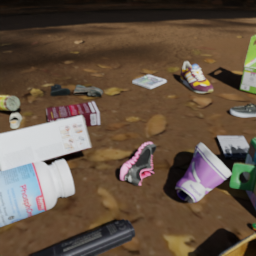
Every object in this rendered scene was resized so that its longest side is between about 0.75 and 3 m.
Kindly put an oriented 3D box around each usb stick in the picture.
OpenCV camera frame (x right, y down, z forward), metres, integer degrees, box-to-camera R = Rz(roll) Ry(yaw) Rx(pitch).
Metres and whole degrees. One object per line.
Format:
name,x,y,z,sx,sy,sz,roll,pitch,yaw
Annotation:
usb stick,-1.034,2.634,6.124,2.426,0.396,0.673,-17,13,-16

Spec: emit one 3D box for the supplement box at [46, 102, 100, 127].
supplement box,-2.250,-0.465,11.419,2.014,0.613,1.096,-9,32,-15

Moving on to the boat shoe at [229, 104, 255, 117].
boat shoe,5.356,-0.803,12.084,1.853,0.524,0.636,3,31,5

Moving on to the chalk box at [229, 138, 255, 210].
chalk box,4.102,1.342,7.354,2.671,1.667,1.656,-2,30,-1

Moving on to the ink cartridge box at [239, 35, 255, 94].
ink cartridge box,6.721,-3.306,14.181,1.023,2.702,1.997,24,38,34

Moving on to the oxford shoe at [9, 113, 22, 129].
oxford shoe,-4.672,-0.394,11.556,0.474,0.364,1.260,-10,29,-14

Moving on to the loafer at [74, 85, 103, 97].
loafer,-1.967,-1.704,13.747,1.485,0.533,0.467,12,57,18

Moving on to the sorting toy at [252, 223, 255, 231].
sorting toy,3.494,2.571,6.721,0.452,0.159,0.938,-22,37,-33

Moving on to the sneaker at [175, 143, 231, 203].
sneaker,1.944,1.299,8.086,0.977,1.536,2.695,44,10,8

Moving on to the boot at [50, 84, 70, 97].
boot,-3.431,-1.948,14.161,1.006,0.384,0.846,-9,35,-4

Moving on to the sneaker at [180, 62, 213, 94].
sneaker,3.522,-2.654,14.620,0.945,1.136,2.521,-14,33,-22

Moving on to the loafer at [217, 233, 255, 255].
loafer,1.783,2.894,5.303,2.860,1.034,1.041,-24,39,-34

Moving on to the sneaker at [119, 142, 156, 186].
sneaker,0.505,1.151,8.740,0.854,0.708,1.791,24,45,24

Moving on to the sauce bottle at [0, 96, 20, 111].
sauce bottle,-5.570,-1.068,12.186,2.061,0.667,0.667,3,27,36

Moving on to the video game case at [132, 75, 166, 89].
video game case,1.170,-2.544,15.400,1.282,0.165,1.411,25,39,36

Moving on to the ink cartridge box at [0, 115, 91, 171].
ink cartridge box,-2.754,0.552,8.854,2.557,1.072,2.245,-15,-2,-24

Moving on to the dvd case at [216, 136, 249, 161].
dvd case,3.767,0.694,9.904,0.999,0.164,1.329,1,30,3

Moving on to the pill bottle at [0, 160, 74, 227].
pill bottle,-2.696,1.629,7.172,2.421,1.316,1.316,-16,34,-22
